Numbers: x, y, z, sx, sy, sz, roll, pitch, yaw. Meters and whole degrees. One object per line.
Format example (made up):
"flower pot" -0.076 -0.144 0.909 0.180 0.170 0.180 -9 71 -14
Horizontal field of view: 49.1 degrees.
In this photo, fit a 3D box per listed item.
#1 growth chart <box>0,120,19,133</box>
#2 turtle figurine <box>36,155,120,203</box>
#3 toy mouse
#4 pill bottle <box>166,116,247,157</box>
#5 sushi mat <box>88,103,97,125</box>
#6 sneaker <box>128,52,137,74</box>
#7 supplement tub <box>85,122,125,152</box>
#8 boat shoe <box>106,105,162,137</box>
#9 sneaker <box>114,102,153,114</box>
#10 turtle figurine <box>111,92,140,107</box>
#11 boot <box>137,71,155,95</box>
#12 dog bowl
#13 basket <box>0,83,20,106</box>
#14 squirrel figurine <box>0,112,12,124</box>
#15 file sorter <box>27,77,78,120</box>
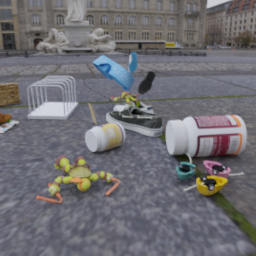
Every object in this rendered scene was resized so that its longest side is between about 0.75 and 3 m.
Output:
"growth chart" -5.340 -0.001 11.293 1.306 0.160 1.804 8 22 24
"turtle figurine" -1.359 1.173 7.030 2.028 0.653 1.635 -9 21 -25
"toy mouse" 1.934 1.210 7.353 1.946 0.376 1.729 -5 20 -16
"pill bottle" 2.378 0.269 8.773 2.208 1.261 1.261 -2 19 -6
"sushi mat" -1.501 -0.591 11.813 0.055 0.915 0.438 -23 32 -18
"sneaker" 0.221 -2.973 13.052 0.396 1.034 0.418 10 -19 -7
"supplement tub" -0.758 0.309 9.303 1.144 0.832 0.832 -15 24 -38
"boat shoe" 0.221 -0.448 11.411 2.867 0.913 1.014 16 24 39
"sneaker" 0.271 -0.862 12.766 2.344 0.830 0.856 16 24 39
"turtle figurine" 0.057 -1.277 12.074 1.406 0.453 1.134 -8 34 -30
"boot" 0.730 -1.867 12.978 0.539 0.962 1.391 37 58 -3
"dog bowl" -0.709 -2.793 14.116 2.614 0.648 1.457 38 -2 34
"basket" -6.844 -1.882 15.238 1.602 1.194 1.144 -15 24 -36
"squirrel figurine" -5.936 -0.982 11.056 1.472 1.942 2.080 -5 16 11
"file sorter" -3.598 -1.508 13.539 1.768 1.586 2.547 0 19 2
